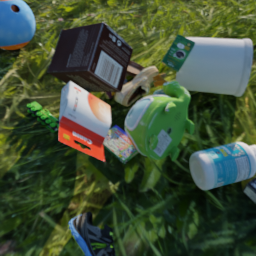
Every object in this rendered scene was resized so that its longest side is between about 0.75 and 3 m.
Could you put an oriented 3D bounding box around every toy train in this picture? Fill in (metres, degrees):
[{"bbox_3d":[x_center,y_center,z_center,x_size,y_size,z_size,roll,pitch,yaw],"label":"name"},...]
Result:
[{"bbox_3d":[-3.411,-0.470,11.414,1.952,0.407,0.550,34,47,26],"label":"toy train"}]

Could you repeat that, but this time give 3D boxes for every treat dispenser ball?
[{"bbox_3d":[-6.093,-5.322,14.172,2.638,2.638,2.638,0,49,0],"label":"treat dispenser ball"}]

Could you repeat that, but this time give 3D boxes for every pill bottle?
[{"bbox_3d":[3.318,1.209,9.340,2.280,1.263,1.263,-12,50,-12],"label":"pill bottle"}]

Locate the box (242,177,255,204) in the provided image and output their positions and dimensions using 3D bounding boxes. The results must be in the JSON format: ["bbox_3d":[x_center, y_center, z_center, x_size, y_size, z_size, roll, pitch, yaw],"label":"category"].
[{"bbox_3d":[5.211,2.276,8.892,1.877,0.519,2.342,-28,54,-23],"label":"box"}]

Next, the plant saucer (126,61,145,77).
[{"bbox_3d":[0.146,-2.769,13.114,1.712,0.275,1.712,18,30,-11],"label":"plant saucer"}]

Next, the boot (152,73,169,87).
[{"bbox_3d":[1.299,-1.686,10.851,0.571,0.797,0.280,-22,6,9],"label":"boot"}]

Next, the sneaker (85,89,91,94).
[{"bbox_3d":[-1.780,-1.409,11.873,0.321,0.823,0.351,2,59,-18],"label":"sneaker"}]

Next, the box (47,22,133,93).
[{"bbox_3d":[-1.508,-2.720,11.338,2.436,2.021,2.000,7,77,37],"label":"box"}]

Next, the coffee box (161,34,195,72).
[{"bbox_3d":[1.886,-2.820,10.594,0.771,0.276,1.254,30,90,11],"label":"coffee box"}]

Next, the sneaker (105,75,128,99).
[{"bbox_3d":[-0.500,-1.995,12.524,0.841,0.699,1.866,4,49,12],"label":"sneaker"}]

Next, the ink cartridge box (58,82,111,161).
[{"bbox_3d":[-1.237,-0.219,8.368,0.522,1.687,2.081,-38,41,27],"label":"ink cartridge box"}]

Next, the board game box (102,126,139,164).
[{"bbox_3d":[-0.314,0.607,10.565,0.995,0.215,1.478,-37,58,-27],"label":"board game box"}]

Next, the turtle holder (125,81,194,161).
[{"bbox_3d":[0.959,-0.345,9.467,2.018,2.655,1.886,2,16,-43],"label":"turtle holder"}]

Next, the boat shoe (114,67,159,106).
[{"bbox_3d":[0.537,-1.742,12.213,2.442,0.900,0.845,-40,61,-17],"label":"boat shoe"}]

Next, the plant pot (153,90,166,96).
[{"bbox_3d":[1.322,-0.987,11.452,1.035,0.972,1.035,0,52,0],"label":"plant pot"}]

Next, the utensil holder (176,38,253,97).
[{"bbox_3d":[3.535,-2.672,12.044,2.807,2.385,2.385,7,49,9],"label":"utensil holder"}]

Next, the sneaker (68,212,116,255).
[{"bbox_3d":[-0.718,3.285,7.768,1.010,0.864,2.437,-36,55,-19],"label":"sneaker"}]
